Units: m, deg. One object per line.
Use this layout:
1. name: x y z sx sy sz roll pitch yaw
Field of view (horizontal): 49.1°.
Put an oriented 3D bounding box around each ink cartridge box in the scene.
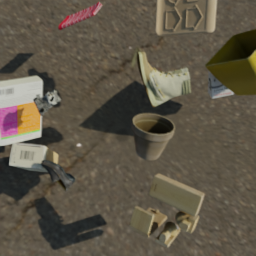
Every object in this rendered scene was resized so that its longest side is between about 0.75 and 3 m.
1. ink cartridge box: 3.385 -1.716 10.184 0.836 1.146 0.482 -11 37 2

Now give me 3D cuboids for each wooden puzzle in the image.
1. wooden puzzle: 1.687 -3.530 8.176 1.725 0.399 1.598 5 98 23

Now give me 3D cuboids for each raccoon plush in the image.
1. raccoon plush: -2.319 -0.734 8.072 0.685 1.022 0.494 -29 95 -17

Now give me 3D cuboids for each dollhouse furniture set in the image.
1. dollhouse furniture set: 1.274 2.259 8.244 1.722 1.476 1.811 21 104 25

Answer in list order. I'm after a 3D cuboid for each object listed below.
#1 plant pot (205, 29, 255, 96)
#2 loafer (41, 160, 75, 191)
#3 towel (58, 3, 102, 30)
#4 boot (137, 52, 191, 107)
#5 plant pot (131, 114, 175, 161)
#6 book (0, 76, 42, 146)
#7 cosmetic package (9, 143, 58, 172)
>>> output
1. plant pot: 3.878 -1.983 8.888 1.750 1.750 1.543 -45 112 -18
2. loafer: -2.291 1.525 9.008 1.341 0.488 0.485 44 53 -27
3. towel: -1.706 -3.935 9.869 1.491 0.168 1.078 -12 38 24
4. boot: 1.010 -1.491 7.799 1.284 0.598 1.660 -19 120 7
5. plant pot: 0.607 0.294 7.484 1.125 1.125 0.976 8 120 2
6. book: -3.532 -0.507 8.989 1.461 2.187 0.526 -19 48 -40
7. cosmetic package: -3.332 1.141 10.168 1.135 2.158 0.767 6 77 -2
